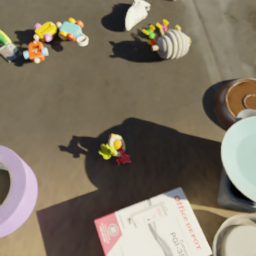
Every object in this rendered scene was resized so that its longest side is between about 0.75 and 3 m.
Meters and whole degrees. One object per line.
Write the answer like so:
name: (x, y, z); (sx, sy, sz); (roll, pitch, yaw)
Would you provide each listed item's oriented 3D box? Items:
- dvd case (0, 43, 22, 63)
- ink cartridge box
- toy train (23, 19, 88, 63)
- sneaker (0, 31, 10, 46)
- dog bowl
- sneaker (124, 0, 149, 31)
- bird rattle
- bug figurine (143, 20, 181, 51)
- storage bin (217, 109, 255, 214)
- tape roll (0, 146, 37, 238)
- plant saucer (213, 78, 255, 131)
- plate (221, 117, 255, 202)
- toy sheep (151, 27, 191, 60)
dvd case: (-5.161, -3.301, 12.212); (0.937, 0.075, 0.697); (41, 71, 18)
ink cartridge box: (0.669, 3.263, 8.335); (2.830, 1.171, 2.073); (-19, 65, -9)
toy train: (-3.090, -3.648, 12.057); (2.713, 0.754, 2.038); (-15, 66, -4)
sneaker: (-6.070, -3.767, 12.110); (2.183, 0.809, 0.912); (11, 68, 15)
dog bowl: (3.525, 3.738, 8.315); (2.163, 0.634, 2.163); (2, 63, -4)
sneaker: (0.386, -5.174, 12.834); (0.786, 0.728, 1.938); (25, 67, 2)
bird rattle: (-0.360, 0.728, 9.648); (1.174, 0.662, 0.957); (22, 64, -34)
bug figurine: (1.446, -4.123, 12.430); (1.653, 0.425, 1.282); (-28, 62, -10)
storage bin: (3.994, 1.302, 8.849); (2.177, 2.009, 2.991); (16, 66, 7)
tape roll: (-4.474, 2.037, 8.941); (2.818, 1.197, 2.818); (0, 64, 1)
plant saucer: (4.770, -0.863, 10.811); (2.834, 0.455, 2.834); (0, 65, 0)
plate: (3.945, 0.917, 7.761); (2.785, 0.356, 2.785); (0, 59, 0)
toy sheep: (1.756, -3.430, 11.535); (1.896, 1.307, 1.307); (-17, 65, -19)
